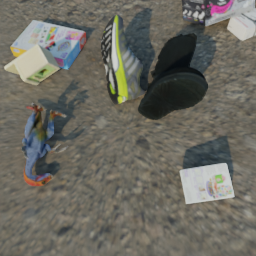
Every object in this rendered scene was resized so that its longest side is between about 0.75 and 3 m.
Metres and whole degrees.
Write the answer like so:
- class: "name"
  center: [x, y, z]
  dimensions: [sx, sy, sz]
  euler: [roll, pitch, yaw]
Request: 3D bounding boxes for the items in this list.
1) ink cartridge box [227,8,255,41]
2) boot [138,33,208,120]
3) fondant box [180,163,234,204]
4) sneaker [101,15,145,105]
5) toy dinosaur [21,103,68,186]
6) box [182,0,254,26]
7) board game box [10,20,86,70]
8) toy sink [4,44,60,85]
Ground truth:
- class: "ink cartridge box"
  center: [4.442, -3.828, 10.329]
  dimensions: [1.196, 0.504, 0.865]
  euler: [-26, 60, -16]
- class: "boot"
  center: [1.333, -1.569, 7.542]
  dimensions: [1.042, 2.817, 2.308]
  euler: [29, 69, -13]
- class: "fondant box"
  center: [1.874, 1.341, 6.736]
  dimensions: [1.115, 0.325, 0.805]
  euler: [-10, 72, 8]
- class: "sneaker"
  center: [-0.140, -2.052, 8.488]
  dimensions: [1.063, 0.970, 2.625]
  euler: [-8, 93, -26]
- class: "toy dinosaur"
  center: [-2.299, 0.460, 7.370]
  dimensions: [1.136, 2.163, 1.963]
  euler: [20, 84, -27]
- class: "box"
  center: [3.281, -4.765, 10.221]
  dimensions: [2.233, 1.281, 1.476]
  euler: [-24, 36, -14]
- class: "board game box"
  center: [-2.735, -2.944, 9.786]
  dimensions: [2.082, 0.420, 1.593]
  euler: [16, 58, 11]
- class: "toy sink"
  center: [-2.908, -1.806, 8.553]
  dimensions: [1.293, 0.843, 0.725]
  euler: [-30, 85, 8]
